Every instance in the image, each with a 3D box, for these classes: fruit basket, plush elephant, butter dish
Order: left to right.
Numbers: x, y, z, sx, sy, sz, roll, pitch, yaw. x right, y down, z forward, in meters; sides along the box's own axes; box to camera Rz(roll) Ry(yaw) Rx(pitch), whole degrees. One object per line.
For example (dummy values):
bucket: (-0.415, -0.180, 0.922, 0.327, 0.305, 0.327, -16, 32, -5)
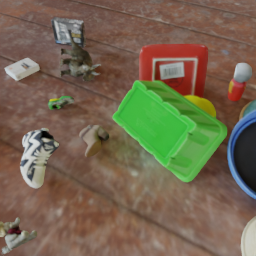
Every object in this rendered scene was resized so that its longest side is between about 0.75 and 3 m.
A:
plush elephant: (-2.378, 2.169, 5.837, 0.750, 0.618, 0.581, -32, 70, 0)
butter dish: (1.409, -1.892, 9.355, 2.104, 2.098, 1.555, -1, 32, 1)
fruit basket: (1.364, -0.079, 7.895, 2.918, 2.105, 2.918, 32, 13, -8)

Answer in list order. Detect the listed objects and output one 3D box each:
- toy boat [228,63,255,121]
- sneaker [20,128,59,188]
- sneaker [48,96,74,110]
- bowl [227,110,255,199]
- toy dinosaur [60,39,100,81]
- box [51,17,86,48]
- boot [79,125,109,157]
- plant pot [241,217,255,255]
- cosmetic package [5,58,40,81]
toy boat: (4.148, -0.766, 8.551, 2.447, 1.353, 2.911, -20, 49, -17)
sneaker: (-2.197, 0.689, 7.119, 0.982, 0.602, 1.509, -27, 57, 33)
sneaker: (-2.219, -0.805, 9.358, 0.866, 0.338, 0.369, -16, 55, -3)
bowl: (3.795, 0.725, 7.042, 2.592, 0.509, 2.592, -1, 71, 4)
toy dinosaur: (-1.909, -2.516, 10.727, 1.345, 1.013, 2.631, 3, 37, -16)
box: (-2.520, -4.082, 11.985, 1.353, 1.067, 0.337, 12, 47, 10)
boot: (-1.113, 0.338, 8.214, 0.802, 0.385, 1.096, 23, 49, 29)
plant pot: (3.522, 2.128, 5.345, 2.094, 1.917, 2.094, 0, 46, 0)
cosmetic package: (-4.071, -2.278, 10.795, 0.767, 0.263, 1.017, 32, 54, 31)
